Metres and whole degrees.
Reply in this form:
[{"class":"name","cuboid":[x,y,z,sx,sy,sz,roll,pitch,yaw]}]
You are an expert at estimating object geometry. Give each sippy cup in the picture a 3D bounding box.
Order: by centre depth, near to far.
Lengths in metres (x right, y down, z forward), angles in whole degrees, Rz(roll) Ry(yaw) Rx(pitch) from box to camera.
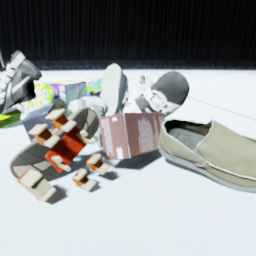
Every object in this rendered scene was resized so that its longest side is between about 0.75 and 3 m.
[{"class":"sippy cup","cuboid":[-1.428,-1.874,13.816,1.233,1.321,1.682,-3,-32,30]}]

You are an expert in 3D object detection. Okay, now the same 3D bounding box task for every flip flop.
[{"class":"flip flop","cuboid":[-1.438,0.303,5.650,0.605,0.852,2.102,2,39,44]}]

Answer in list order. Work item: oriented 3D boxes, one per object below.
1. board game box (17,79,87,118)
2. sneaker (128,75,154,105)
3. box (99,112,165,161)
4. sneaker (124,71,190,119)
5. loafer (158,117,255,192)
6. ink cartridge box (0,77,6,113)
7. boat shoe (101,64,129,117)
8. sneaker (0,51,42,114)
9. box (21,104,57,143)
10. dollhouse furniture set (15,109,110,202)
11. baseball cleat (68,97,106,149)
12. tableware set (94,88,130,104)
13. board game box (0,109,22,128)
[{"class":"board game box","cuboid":[-2.993,-1.184,10.892,2.514,1.318,1.295,8,17,27]},{"class":"sneaker","cuboid":[1.066,-1.796,13.012,1.041,1.385,2.780,10,17,36]},{"class":"box","cuboid":[0.195,0.146,6.147,0.675,0.902,1.801,-9,-3,31]},{"class":"sneaker","cuboid":[0.538,-0.434,7.419,1.171,0.981,2.647,-43,0,-43]},{"class":"loafer","cuboid":[1.620,0.408,5.160,2.546,0.887,0.957,12,57,32]},{"class":"ink cartridge box","cuboid":[-5.225,-1.217,10.839,0.600,1.422,1.029,3,15,-1]},{"class":"boat shoe","cuboid":[-0.421,-0.793,8.575,0.948,2.508,0.757,-12,-34,41]},{"class":"sneaker","cuboid":[-3.492,-1.014,8.589,1.165,2.575,0.856,33,27,-19]},{"class":"box","cuboid":[-1.918,0.087,6.580,0.645,1.039,1.047,-18,16,-3]},{"class":"dollhouse furniture set","cuboid":[-1.221,0.563,4.817,0.701,1.360,1.345,1,43,53]},{"class":"baseball cleat","cuboid":[-0.859,-0.282,7.536,1.005,0.658,1.888,-32,57,-19]},{"class":"tableware set","cuboid":[-0.559,-1.405,13.102,1.470,0.446,2.224,32,31,15]},{"class":"board game box","cuboid":[-3.874,-0.293,9.034,0.199,0.424,0.835,44,43,14]}]
